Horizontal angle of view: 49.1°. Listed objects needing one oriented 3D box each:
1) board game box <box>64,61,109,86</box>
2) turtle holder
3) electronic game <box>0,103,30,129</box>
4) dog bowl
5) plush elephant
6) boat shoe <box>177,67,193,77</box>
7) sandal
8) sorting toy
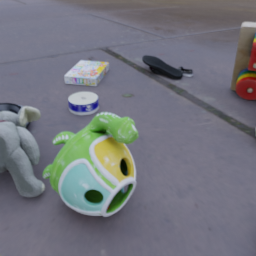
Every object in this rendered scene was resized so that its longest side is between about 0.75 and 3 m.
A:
[{"bbox_3d":[-1.719,-2.373,11.998,1.338,0.341,1.990,6,32,9],"label":"board game box"},{"bbox_3d":[-0.507,0.735,5.533,1.489,1.594,2.097,40,90,29],"label":"turtle holder"},{"bbox_3d":[-3.935,-0.142,8.324,2.056,0.428,2.056,-1,36,1],"label":"electronic game"},{"bbox_3d":[-1.507,-0.837,9.485,1.011,0.398,1.011,0,32,0],"label":"dog bowl"},{"bbox_3d":[-2.865,0.332,6.443,1.860,2.259,1.749,-8,13,1],"label":"plush elephant"},{"bbox_3d":[2.320,-2.502,12.204,1.065,0.353,0.372,22,38,32],"label":"boat shoe"},{"bbox_3d":[1.396,-2.564,12.280,2.133,0.510,0.802,38,46,28],"label":"sandal"},{"bbox_3d":[4.927,-1.868,9.194,2.787,2.770,0.970,12,55,20],"label":"sorting toy"}]
